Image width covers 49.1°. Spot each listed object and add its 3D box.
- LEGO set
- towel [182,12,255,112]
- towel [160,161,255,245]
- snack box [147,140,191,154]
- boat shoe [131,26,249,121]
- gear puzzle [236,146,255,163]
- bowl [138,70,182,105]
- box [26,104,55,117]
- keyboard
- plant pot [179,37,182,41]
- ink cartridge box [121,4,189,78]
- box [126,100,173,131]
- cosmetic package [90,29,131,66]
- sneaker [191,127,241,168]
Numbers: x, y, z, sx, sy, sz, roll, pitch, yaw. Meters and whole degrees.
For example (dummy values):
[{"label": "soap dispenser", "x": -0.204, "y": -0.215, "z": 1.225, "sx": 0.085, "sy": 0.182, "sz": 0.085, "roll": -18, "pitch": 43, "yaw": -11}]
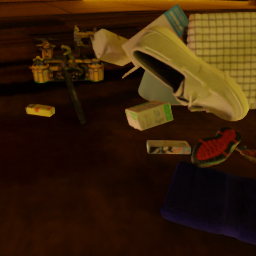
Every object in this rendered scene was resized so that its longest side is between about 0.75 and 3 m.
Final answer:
[{"label": "LEGO set", "x": -2.214, "y": -2.830, "z": 10.404, "sx": 2.985, "sy": 1.729, "sz": 2.295, "roll": 1, "pitch": 30, "yaw": 2}, {"label": "towel", "x": 2.920, "y": -1.730, "z": 7.667, "sx": 2.984, "sy": 2.471, "sz": 1.277, "roll": -4, "pitch": 6, "yaw": -4}, {"label": "towel", "x": 1.584, "y": 1.163, "z": 4.645, "sx": 1.871, "sy": 0.464, "sz": 1.382, "roll": 10, "pitch": 30, "yaw": 17}, {"label": "snack box", "x": 0.862, "y": 0.411, "z": 6.063, "sx": 0.887, "sy": 0.164, "sz": 0.515, "roll": 1, "pitch": 12, "yaw": 1}, {"label": "boat shoe", "x": 1.282, "y": -0.992, "z": 5.982, "sx": 2.833, "sy": 1.020, "sz": 0.970, "roll": 43, "pitch": 64, "yaw": -6}, {"label": "gear puzzle", "x": 2.466, "y": 0.551, "z": 5.376, "sx": 0.505, "sy": 0.128, "sz": 0.975, "roll": 16, "pitch": 14, "yaw": -3}, {"label": "bowl", "x": 1.419, "y": -1.676, "z": 9.001, "sx": 2.157, "sy": 1.128, "sz": 2.157, "roll": 1, "pitch": 30, "yaw": 0}, {"label": "box", "x": -2.464, "y": -0.500, "z": 7.863, "sx": 0.766, "sy": 0.192, "sz": 0.288, "roll": 9, "pitch": 31, "yaw": 16}, {"label": "keyboard", "x": -1.487, "y": -0.776, "z": 7.305, "sx": 0.300, "sy": 1.515, "sz": 0.789, "roll": -20, "pitch": -5, "yaw": 1}, {"label": "plant pot", "x": 1.710, "y": -2.603, "z": 10.560, "sx": 0.988, "sy": 1.411, "sz": 1.411, "roll": -12, "pitch": 27, "yaw": 14}, {"label": "ink cartridge box", "x": 0.690, "y": -2.872, "z": 9.492, "sx": 2.693, "sy": 0.914, "sz": 1.550, "roll": -35, "pitch": 10, "yaw": 10}, {"label": "box", "x": 0.467, "y": -0.303, "z": 6.524, "sx": 0.801, "sy": 0.439, "sz": 0.907, "roll": -18, "pitch": 14, "yaw": -12}, {"label": "cosmetic package", "x": -0.558, "y": -3.038, "z": 10.741, "sx": 0.688, "sy": 0.944, "sz": 1.858, "roll": -23, "pitch": -6, "yaw": 26}, {"label": "sneaker", "x": 1.694, "y": 0.518, "z": 5.410, "sx": 1.414, "sy": 0.675, "sz": 0.561, "roll": -22, "pitch": 47, "yaw": -39}]
